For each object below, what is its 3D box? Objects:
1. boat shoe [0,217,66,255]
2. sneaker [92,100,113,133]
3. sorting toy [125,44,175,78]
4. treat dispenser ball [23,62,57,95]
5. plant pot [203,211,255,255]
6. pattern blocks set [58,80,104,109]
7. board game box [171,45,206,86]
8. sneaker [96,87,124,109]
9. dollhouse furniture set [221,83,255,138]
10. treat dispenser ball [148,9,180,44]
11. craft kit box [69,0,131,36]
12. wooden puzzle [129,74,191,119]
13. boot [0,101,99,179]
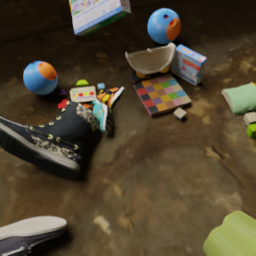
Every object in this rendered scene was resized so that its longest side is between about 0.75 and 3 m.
[{"bbox_3d":[-2.860,2.964,7.247,2.566,0.932,0.805,-9,96,-13],"label":"boat shoe"},{"bbox_3d":[-0.918,-0.423,9.840,0.649,0.631,1.628,-20,48,10],"label":"sneaker"},{"bbox_3d":[0.786,-2.859,11.348,1.895,1.012,1.706,-12,30,-4],"label":"sorting toy"},{"bbox_3d":[-3.249,-1.836,10.412,1.214,1.214,1.214,0,53,0],"label":"treat dispenser ball"},{"bbox_3d":[2.934,3.124,6.318,2.262,2.262,2.148,-30,46,-21],"label":"plant pot"},{"bbox_3d":[-1.716,-1.232,10.614,1.726,0.140,1.517,-1,53,-1],"label":"pattern blocks set"},{"bbox_3d":[2.321,-2.413,10.855,1.202,1.177,0.336,36,61,23],"label":"board game box"},{"bbox_3d":[-0.506,-0.980,8.022,0.569,0.443,1.266,25,27,1],"label":"sneaker"},{"bbox_3d":[4.509,-0.973,9.794,1.481,1.134,2.261,-10,54,-8],"label":"dollhouse furniture set"},{"bbox_3d":[1.570,-4.426,12.245,1.436,1.436,1.436,0,53,0],"label":"treat dispenser ball"},{"bbox_3d":[-1.119,-4.687,9.537,2.419,2.389,0.587,-6,7,42],"label":"craft kit box"},{"bbox_3d":[1.247,-1.284,10.613,1.640,0.194,2.766,-18,54,-13],"label":"wooden puzzle"},{"bbox_3d":[-2.527,-0.012,8.748,3.034,1.095,2.291,30,52,-10],"label":"boot"}]
